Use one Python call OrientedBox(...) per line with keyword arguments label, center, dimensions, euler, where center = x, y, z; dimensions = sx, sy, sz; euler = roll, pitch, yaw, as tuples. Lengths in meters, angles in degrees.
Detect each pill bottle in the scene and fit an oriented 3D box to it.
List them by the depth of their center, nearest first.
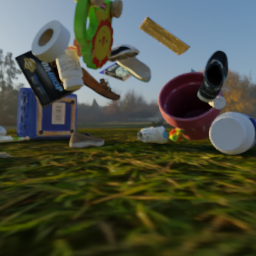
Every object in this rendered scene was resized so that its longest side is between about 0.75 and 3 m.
OrientedBox(label="pill bottle", center=(2.879, 0.145, 7.604), dimensions=(1.118, 1.118, 2.012), euler=(0, 1, 31))
OrientedBox(label="pill bottle", center=(-1.746, -1.775, 8.370), dimensions=(0.680, 1.200, 0.680), euler=(-14, -2, -1))
OrientedBox(label="pill bottle", center=(2.819, -0.867, 8.986), dimensions=(0.412, 0.412, 0.753), euler=(0, 17, 2))

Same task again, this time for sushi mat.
OrientedBox(label="sushi mat", center=(1.461, -3.658, 11.320), dimensions=(2.139, 0.129, 1.023), euler=(30, -14, -14))

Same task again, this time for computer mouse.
OrientedBox(label="computer mouse", center=(-0.672, -3.115, 11.853), dimensions=(2.430, 0.533, 1.333), euler=(-10, -4, 21))

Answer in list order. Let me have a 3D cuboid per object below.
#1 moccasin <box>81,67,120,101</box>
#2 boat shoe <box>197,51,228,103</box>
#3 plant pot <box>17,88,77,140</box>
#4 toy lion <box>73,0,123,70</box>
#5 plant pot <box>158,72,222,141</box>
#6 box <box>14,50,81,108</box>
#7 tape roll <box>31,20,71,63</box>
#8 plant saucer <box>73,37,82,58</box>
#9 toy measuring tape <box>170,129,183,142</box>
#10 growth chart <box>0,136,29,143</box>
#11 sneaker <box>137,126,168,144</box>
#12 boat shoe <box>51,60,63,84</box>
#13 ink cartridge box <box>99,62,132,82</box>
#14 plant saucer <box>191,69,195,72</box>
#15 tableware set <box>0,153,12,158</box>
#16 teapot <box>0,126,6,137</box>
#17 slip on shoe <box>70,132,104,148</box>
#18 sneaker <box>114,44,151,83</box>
OrientedBox(label="moccasin", center=(-1.074, -1.662, 10.718), dimensions=(1.871, 0.722, 0.684), euler=(31, 4, -12))
OrientedBox(label="boat shoe", center=(2.110, -1.344, 6.678), dimensions=(0.588, 1.637, 0.553), euler=(18, -34, 13))
OrientedBox(label="plant pot", center=(-4.157, -0.707, 14.798), dimensions=(2.781, 2.781, 2.501), euler=(1, 6, -33))
OrientedBox(label="toy lion", center=(-0.931, -2.771, 8.093), dimensions=(0.770, 2.150, 2.243), euler=(17, 13, 15))
OrientedBox(label="plant pot", center=(3.054, -0.784, 13.092), dimensions=(2.782, 2.782, 2.490), euler=(0, -33, 26))
OrientedBox(label="box", center=(-3.194, -2.144, 11.231), dimensions=(1.752, 2.204, 0.507), euler=(-29, 1, -15))
OrientedBox(label="tape roll", center=(-1.789, -1.987, 6.459), dimensions=(0.956, 0.956, 0.335), euler=(1, -22, 35))
OrientedBox(label="plant saucer", center=(-1.673, -3.038, 10.018), dimensions=(0.200, 1.069, 1.069), euler=(2, -1, -34))
OrientedBox(label="toy measuring tape", center=(2.192, 0.379, 13.228), dimensions=(0.603, 0.603, 1.640), euler=(0, -4, -3))
OrientedBox(label="growth chart", center=(-5.987, 0.535, 13.102), dimensions=(1.828, 0.224, 2.526), euler=(-2, 1, -41))
OrientedBox(label="sneaker", center=(1.032, 0.356, 11.736), dimensions=(0.776, 0.735, 1.921), euler=(-15, 3, -18))
OrientedBox(label="boat shoe", center=(-2.542, -2.398, 10.310), dimensions=(0.599, 0.599, 1.702), euler=(13, -40, 17))
OrientedBox(label="ink cartridge box", center=(-0.379, -2.915, 13.727), dimensions=(1.612, 0.350, 1.597), euler=(24, 46, 30))
OrientedBox(label="plant saucer", center=(3.418, -2.347, 14.064), dimensions=(0.260, 1.348, 1.348), euler=(-11, -3, 20))
OrientedBox(label="tableware set", center=(-3.340, 0.667, 6.706), dimensions=(0.977, 0.113, 0.816), euler=(1, 0, 16))
OrientedBox(label="teapot", center=(-7.334, 0.293, 15.681), dimensions=(0.909, 0.664, 0.897), euler=(25, 11, -43))
OrientedBox(label="slip on shoe", center=(-1.480, 0.415, 10.299), dimensions=(0.636, 0.507, 1.673), euler=(1, 1, 36))
OrientedBox(label="sneaker", center=(0.136, -2.804, 12.674), dimensions=(0.856, 2.317, 0.949), euler=(-39, -19, -6))
